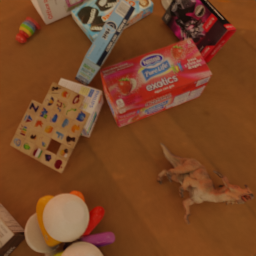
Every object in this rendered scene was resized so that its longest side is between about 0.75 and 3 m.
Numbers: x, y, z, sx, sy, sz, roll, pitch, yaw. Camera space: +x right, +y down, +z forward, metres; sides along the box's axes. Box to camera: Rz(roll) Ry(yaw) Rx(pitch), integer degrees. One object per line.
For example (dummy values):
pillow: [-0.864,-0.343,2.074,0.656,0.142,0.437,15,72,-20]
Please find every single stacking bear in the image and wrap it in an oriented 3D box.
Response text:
stacking bear: [-3.558,-3.349,9.755,0.541,0.506,0.890,27,78,9]

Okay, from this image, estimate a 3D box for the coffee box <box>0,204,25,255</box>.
coffee box: [-4.206,2.435,7.353,2.689,1.073,1.520,42,75,13]

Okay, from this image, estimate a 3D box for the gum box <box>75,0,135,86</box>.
gum box: [-0.761,-2.355,8.174,0.505,2.269,1.927,31,79,-12]

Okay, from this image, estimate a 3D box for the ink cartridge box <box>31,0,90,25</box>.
ink cartridge box: [-2.098,-4.982,9.551,2.623,1.895,1.110,-27,73,-9]

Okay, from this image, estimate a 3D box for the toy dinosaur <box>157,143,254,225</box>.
toy dinosaur: [1.935,1.401,7.799,1.755,1.111,2.590,-25,57,-19]

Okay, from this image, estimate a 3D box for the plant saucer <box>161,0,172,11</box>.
plant saucer: [2.070,-4.823,10.282,1.685,0.423,1.685,0,70,1]

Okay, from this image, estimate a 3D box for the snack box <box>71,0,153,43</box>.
snack box: [-0.548,-4.161,10.013,2.548,0.473,1.480,-35,74,-11]

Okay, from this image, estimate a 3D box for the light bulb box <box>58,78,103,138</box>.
light bulb box: [-1.618,-0.598,8.556,1.350,0.843,1.338,18,71,6]

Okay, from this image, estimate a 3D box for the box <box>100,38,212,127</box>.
box: [0.773,-1.323,8.484,2.942,1.467,1.405,-21,72,-7]

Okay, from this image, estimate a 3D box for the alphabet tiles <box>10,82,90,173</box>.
alphabet tiles: [-2.149,-0.113,7.909,1.833,0.083,2.192,25,88,15]

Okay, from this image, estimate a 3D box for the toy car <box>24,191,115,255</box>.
toy car: [-1.254,2.795,6.917,1.910,2.229,2.547,-7,67,-41]

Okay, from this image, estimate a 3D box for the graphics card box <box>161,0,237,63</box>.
graphics card box: [2.250,-3.436,9.241,0.579,1.428,2.276,-21,69,-38]
